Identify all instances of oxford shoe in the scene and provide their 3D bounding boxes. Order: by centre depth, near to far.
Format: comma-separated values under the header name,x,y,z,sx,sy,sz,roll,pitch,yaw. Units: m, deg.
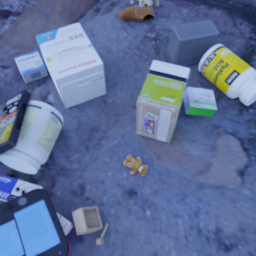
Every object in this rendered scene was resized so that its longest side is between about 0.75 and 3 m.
name,x,y,z,sx,sy,sz,roll,pitch,yaw
oxford shoe,0.429,-5.362,13.347,1.778,0.634,0.634,-11,64,-8

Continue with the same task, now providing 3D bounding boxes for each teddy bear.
name,x,y,z,sx,sy,sz,roll,pitch,yaw
teddy bear,0.246,1.271,9.515,0.634,0.292,0.874,-34,64,-16

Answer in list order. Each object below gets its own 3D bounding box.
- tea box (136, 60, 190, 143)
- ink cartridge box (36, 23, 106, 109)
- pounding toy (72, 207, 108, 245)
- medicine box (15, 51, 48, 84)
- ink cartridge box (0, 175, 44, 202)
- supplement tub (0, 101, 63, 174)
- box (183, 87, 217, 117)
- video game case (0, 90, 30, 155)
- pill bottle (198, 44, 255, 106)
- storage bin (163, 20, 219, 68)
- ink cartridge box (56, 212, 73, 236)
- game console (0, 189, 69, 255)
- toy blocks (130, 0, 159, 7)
name,x,y,z,sx,sy,sz,roll,pitch,yaw
tea box,1.168,-0.874,9.798,1.337,2.002,1.969,16,61,11
ink cartridge box,-2.161,-2.403,10.852,1.786,1.778,2.435,-22,61,-13
pounding toy,-1.077,2.958,8.334,0.499,0.958,1.090,-33,62,29
medicine box,-4.024,-2.537,11.656,0.989,0.559,1.086,-25,62,-15
ink cartridge box,-3.578,2.071,8.992,1.566,0.346,0.736,14,59,8
supplement tub,-3.216,0.318,9.358,1.521,1.521,2.098,13,60,8
box,2.706,-0.993,10.622,1.071,0.518,0.945,5,57,-10
video game case,-4.342,0.120,8.967,2.539,0.324,2.295,-24,43,20
pill bottle,4.036,-2.019,10.881,1.360,1.360,2.444,-33,65,-18
storage bin,2.677,-3.634,11.800,2.183,1.466,1.589,-12,60,-8
ink cartridge box,-2.274,2.938,8.423,0.996,0.420,0.727,30,63,17
game console,-2.921,2.982,7.709,2.118,0.372,2.395,-20,53,-22
toy blocks,0.779,-6.567,13.770,1.321,1.112,1.235,-32,64,-18
